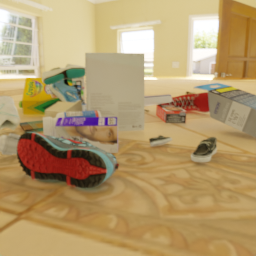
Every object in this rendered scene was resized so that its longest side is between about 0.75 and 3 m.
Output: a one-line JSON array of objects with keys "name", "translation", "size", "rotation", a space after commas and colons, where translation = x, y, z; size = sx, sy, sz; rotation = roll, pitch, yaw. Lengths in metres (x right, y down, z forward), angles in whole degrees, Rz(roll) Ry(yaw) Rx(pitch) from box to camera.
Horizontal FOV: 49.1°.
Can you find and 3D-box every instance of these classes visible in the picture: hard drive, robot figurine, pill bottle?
[{"name": "hard drive", "translation": [0.404, -1.185, 13.454], "size": [1.929, 0.371, 2.924], "rotation": [-8, 3, -32]}, {"name": "robot figurine", "translation": [-3.019, 0.436, 7.217], "size": [0.790, 0.670, 0.446], "rotation": [15, 23, -37]}, {"name": "pill bottle", "translation": [-1.696, -0.016, 8.587], "size": [1.712, 0.961, 0.961], "rotation": [-5, 14, -14]}]

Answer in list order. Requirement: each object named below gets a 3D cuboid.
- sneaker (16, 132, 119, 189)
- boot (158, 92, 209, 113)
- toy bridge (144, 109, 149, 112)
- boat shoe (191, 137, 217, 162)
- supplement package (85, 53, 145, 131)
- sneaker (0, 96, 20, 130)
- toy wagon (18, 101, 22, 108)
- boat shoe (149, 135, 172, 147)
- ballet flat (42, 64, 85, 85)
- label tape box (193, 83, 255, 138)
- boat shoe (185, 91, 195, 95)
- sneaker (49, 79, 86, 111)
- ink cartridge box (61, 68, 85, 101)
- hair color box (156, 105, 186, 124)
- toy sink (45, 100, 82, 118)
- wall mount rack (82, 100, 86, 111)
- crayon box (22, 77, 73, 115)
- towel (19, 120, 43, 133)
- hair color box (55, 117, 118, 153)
[{"name": "sneaker", "translation": [-1.328, 0.694, 6.108], "size": [2.425, 0.962, 1.159], "rotation": [15, 7, 24]}, {"name": "boot", "translation": [2.790, -1.149, 13.415], "size": [2.074, 1.041, 2.875], "rotation": [-8, 7, -29]}, {"name": "toy bridge", "translation": [0.731, -0.891, 14.162], "size": [0.815, 0.111, 0.274], "rotation": [10, 15, 34]}, {"name": "boat shoe", "translation": [1.975, 0.527, 7.275], "size": [0.483, 0.475, 1.340], "rotation": [7, 15, 29]}, {"name": "supplement package", "translation": [-0.559, -1.370, 10.416], "size": [2.029, 2.673, 2.014], "rotation": [-2, 12, -9]}, {"name": "sneaker", "translation": [-4.774, -0.313, 9.040], "size": [1.021, 1.164, 2.904], "rotation": [-37, -11, 34]}, {"name": "toy wagon", "translation": [-4.792, -1.201, 14.734], "size": [1.775, 0.453, 2.288], "rotation": [1, 15, 6]}, {"name": "boat shoe", "translation": [0.971, 0.341, 8.334], "size": [0.774, 0.274, 0.279], "rotation": [-8, -21, -31]}, {"name": "ballet flat", "translation": [-2.766, -2.443, 12.172], "size": [2.034, 0.706, 0.706], "rotation": [-18, 17, -12]}, {"name": "label tape box", "translation": [3.970, -0.716, 10.070], "size": [2.919, 0.965, 2.091], "rotation": [28, 28, 34]}, {"name": "boat shoe", "translation": [3.979, -1.976, 17.639], "size": [0.679, 0.637, 1.841], "rotation": [-3, 13, -12]}, {"name": "sneaker", "translation": [-2.355, -1.386, 12.321], "size": [2.364, 1.063, 0.927], "rotation": [41, 4, 7]}, {"name": "ink cartridge box", "translation": [-3.653, -2.684, 17.503], "size": [1.519, 2.070, 1.512], "rotation": [-7, 16, -28]}, {"name": "hair color box", "translation": [1.808, -0.619, 12.034], "size": [0.892, 0.538, 1.757], "rotation": [0, 14, -8]}, {"name": "toy sink", "translation": [-2.222, -0.393, 9.790], "size": [0.775, 0.902, 1.384], "rotation": [5, 25, 14]}, {"name": "wall mount rack", "translation": [-1.907, -0.588, 11.391], "size": [0.391, 1.048, 0.911], "rotation": [41, 33, 26]}, {"name": "crayon box", "translation": [-3.897, -1.632, 13.858], "size": [2.356, 0.796, 2.730], "rotation": [0, 32, -16]}, {"name": "towel", "translation": [-3.084, -0.108, 10.677], "size": [1.846, 0.200, 1.354], "rotation": [-8, 15, -27]}, {"name": "hair color box", "translation": [-1.086, 0.204, 7.587], "size": [1.625, 0.888, 0.526], "rotation": [-2, 31, -3]}]
